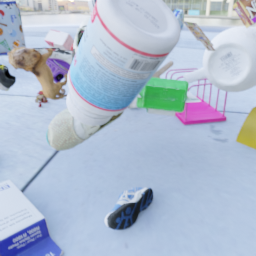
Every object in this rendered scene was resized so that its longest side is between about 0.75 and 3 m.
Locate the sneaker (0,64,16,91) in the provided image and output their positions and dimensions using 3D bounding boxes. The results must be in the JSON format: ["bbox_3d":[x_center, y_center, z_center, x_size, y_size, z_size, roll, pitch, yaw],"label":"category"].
[{"bbox_3d":[-4.611,-2.085,9.834,0.693,1.638,0.610,-27,32,19],"label":"sneaker"}]

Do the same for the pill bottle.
[{"bbox_3d":[-0.271,-1.044,4.779,1.296,2.383,1.296,15,53,-21],"label":"pill bottle"}]

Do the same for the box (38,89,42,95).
[{"bbox_3d":[-4.073,-1.619,13.331,0.270,0.248,0.771,-4,27,-9],"label":"box"}]

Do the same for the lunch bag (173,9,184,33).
[{"bbox_3d":[1.874,-4.091,11.003,0.420,0.819,1.019,17,65,22],"label":"lunch bag"}]

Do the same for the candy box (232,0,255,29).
[{"bbox_3d":[3.237,-3.034,6.817,1.167,0.681,0.330,-32,1,-6],"label":"candy box"}]

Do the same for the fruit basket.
[{"bbox_3d":[0.879,-0.871,7.456,1.742,0.882,1.881,6,10,0],"label":"fruit basket"}]

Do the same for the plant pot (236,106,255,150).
[{"bbox_3d":[4.492,-0.056,8.942,1.381,1.218,1.381,-20,32,-34],"label":"plant pot"}]

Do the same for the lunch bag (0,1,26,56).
[{"bbox_3d":[-3.250,-2.601,7.402,0.943,1.295,1.523,-13,21,-25],"label":"lunch bag"}]

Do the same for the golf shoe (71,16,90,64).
[{"bbox_3d":[-0.946,-2.168,6.729,0.667,0.761,1.727,7,62,-3],"label":"golf shoe"}]

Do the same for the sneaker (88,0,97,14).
[{"bbox_3d":[-0.443,-3.756,11.040,1.183,2.978,1.168,-24,27,10],"label":"sneaker"}]

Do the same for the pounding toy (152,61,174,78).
[{"bbox_3d":[-0.014,-2.402,9.173,1.268,2.733,2.109,-37,11,37],"label":"pounding toy"}]

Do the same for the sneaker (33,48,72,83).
[{"bbox_3d":[-2.291,-1.864,8.337,0.954,0.987,2.366,-14,26,-42],"label":"sneaker"}]

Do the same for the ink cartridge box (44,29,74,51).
[{"bbox_3d":[-2.618,-3.340,11.617,1.009,0.588,1.395,21,-12,24],"label":"ink cartridge box"}]

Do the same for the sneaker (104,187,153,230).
[{"bbox_3d":[-0.032,1.735,6.121,0.552,0.542,1.432,5,18,39],"label":"sneaker"}]

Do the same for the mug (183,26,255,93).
[{"bbox_3d":[2.888,-1.880,8.353,2.559,1.889,2.244,-17,8,34],"label":"mug"}]

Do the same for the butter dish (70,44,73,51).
[{"bbox_3d":[-1.657,-2.475,10.387,1.410,1.902,1.907,-1,17,11],"label":"butter dish"}]

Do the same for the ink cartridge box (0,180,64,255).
[{"bbox_3d":[-2.864,2.115,5.236,2.386,0.526,2.431,-22,32,-39],"label":"ink cartridge box"}]

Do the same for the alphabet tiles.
[{"bbox_3d":[1.791,-2.271,6.939,0.782,0.035,0.936,-21,73,-51],"label":"alphabet tiles"}]

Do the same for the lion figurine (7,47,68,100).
[{"bbox_3d":[-2.122,-1.302,7.098,0.667,1.840,1.127,-24,22,33],"label":"lion figurine"}]

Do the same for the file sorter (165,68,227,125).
[{"bbox_3d":[2.639,-1.394,11.324,1.741,1.571,2.505,-6,26,-11],"label":"file sorter"}]

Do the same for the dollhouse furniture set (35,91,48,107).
[{"bbox_3d":[-3.866,-1.219,12.264,0.371,0.491,0.913,4,32,8],"label":"dollhouse furniture set"}]

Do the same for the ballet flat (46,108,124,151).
[{"bbox_3d":[-0.878,-0.251,6.674,0.803,0.869,2.575,-16,13,31],"label":"ballet flat"}]

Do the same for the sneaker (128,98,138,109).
[{"bbox_3d":[0.195,-1.202,12.301,0.549,0.482,1.370,4,31,-13],"label":"sneaker"}]
